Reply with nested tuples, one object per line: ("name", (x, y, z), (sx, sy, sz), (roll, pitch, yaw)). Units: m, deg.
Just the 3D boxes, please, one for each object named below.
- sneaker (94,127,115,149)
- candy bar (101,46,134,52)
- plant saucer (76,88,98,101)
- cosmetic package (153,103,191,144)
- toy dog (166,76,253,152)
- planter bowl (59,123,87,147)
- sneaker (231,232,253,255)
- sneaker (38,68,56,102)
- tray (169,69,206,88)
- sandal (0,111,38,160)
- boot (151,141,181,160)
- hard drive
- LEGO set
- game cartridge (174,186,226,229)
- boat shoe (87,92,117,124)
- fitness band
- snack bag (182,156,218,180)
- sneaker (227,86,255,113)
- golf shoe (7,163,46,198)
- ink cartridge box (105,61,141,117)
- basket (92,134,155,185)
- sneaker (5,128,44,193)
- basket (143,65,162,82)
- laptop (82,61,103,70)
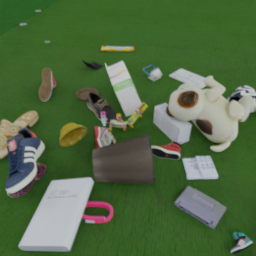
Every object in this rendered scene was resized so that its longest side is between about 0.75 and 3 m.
("sneaker", (-0.836, 0.595, 10.620), (0.803, 0.761, 1.956), (-3, 41, -11))
("candy bar", (-0.653, -5.070, 17.939), (2.135, 0.237, 0.532), (1, 40, 3))
("plant saucer", (-2.016, -1.635, 13.803), (1.109, 0.163, 1.109), (0, 39, 0))
("cosmetic package", (1.766, -0.180, 11.463), (0.614, 0.874, 1.724), (-19, 44, -23))
("toy dog", (2.849, -0.634, 10.869), (2.804, 1.956, 2.718), (25, 76, -13))
("planter bowl", (-2.201, 0.165, 10.686), (1.180, 1.180, 0.492), (-25, 66, -27))
("sneaker", (3.048, 3.172, 7.803), (0.762, 0.318, 0.460), (-12, 45, -26))
("sneaker", (-4.005, -1.976, 13.990), (0.638, 1.007, 1.791), (1, 69, -2))
("tray", (3.316, -2.707, 15.063), (2.044, 0.227, 1.097), (32, 50, 33))
("sandal", (-4.672, -0.027, 11.102), (1.049, 0.941, 2.860), (4, 39, 21))
("boot", (1.435, 0.760, 10.718), (1.163, 0.421, 0.839), (12, 38, 7))
("hard drive", (-2.048, 2.499, 8.327), (1.532, 0.310, 2.322), (-8, 36, 19))
("LEGO set", (-0.071, -0.449, 11.480), (2.083, 0.775, 0.958), (-15, 81, -7))
("game cartridge", (2.262, 2.451, 8.776), (1.366, 0.262, 0.885), (28, 43, 29))
("boat shoe", (-1.210, -0.905, 12.362), (0.757, 0.745, 2.032), (-37, 53, -24))
("fitness band", (-0.991, 2.546, 8.519), (1.076, 0.201, 0.773), (4, 26, -6))
("snack bag", (2.560, 1.424, 10.105), (1.122, 0.120, 1.058), (-2, 40, -2))
("sneaker", (5.531, -0.973, 12.326), (1.668, 1.023, 2.563), (-27, 46, -27))
("golf shoe", (-3.483, 1.762, 9.439), (0.706, 0.556, 1.532), (1, 31, 34))
("ink cartridge box", (-0.231, -1.972, 12.935), (0.895, 1.557, 2.658), (-23, 43, 3))
("basket", (-0.161, 1.116, 9.251), (1.900, 1.292, 1.713), (-6, 74, 1))
("sneaker", (-3.535, 0.925, 9.006), (1.000, 1.127, 2.668), (-25, 28, 7))
("basket", (1.301, -2.955, 14.977), (0.782, 0.617, 0.887), (-30, 79, -32))
("laptop", (-2.027, -3.692, 16.058), (0.829, 0.483, 0.936), (30, 48, 31))
